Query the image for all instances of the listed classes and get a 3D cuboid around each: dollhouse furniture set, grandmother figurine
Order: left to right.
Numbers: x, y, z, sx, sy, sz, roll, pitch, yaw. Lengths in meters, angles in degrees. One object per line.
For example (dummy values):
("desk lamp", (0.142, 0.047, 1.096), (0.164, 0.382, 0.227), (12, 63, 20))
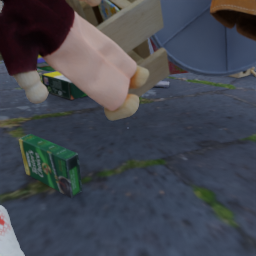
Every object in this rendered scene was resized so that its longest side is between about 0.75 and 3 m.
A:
("dollhouse furniture set", (-1.116, -1.674, 3.705), (1.919, 2.888, 2.532), (-37, 57, -9))
("grandmother figurine", (-0.672, -0.843, 2.549), (0.655, 2.164, 1.312), (-10, 56, 38))

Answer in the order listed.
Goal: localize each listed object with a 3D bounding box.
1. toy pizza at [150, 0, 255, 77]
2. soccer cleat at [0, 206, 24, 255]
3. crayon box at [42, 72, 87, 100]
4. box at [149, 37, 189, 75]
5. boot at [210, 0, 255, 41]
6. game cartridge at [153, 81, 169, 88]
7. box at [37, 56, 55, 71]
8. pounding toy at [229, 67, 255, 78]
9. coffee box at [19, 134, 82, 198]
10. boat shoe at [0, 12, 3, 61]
("toy pizza", (1.626, -2.316, 4.846), (2.834, 2.834, 0.449), (1, 23, 2))
("soccer cleat", (-0.917, 1.667, 2.284), (1.152, 0.928, 2.705), (1, 24, -22))
("crayon box", (-1.637, -1.797, 10.530), (1.652, 0.661, 2.602), (20, 31, 39))
("box", (1.975, -2.175, 6.360), (2.660, 1.270, 1.326), (-1, 40, 31))
("boot", (2.097, -1.967, 3.553), (2.419, 1.871, 0.891), (10, -2, -14))
("game cartridge", (1.186, -1.721, 11.039), (0.835, 0.160, 0.541), (5, 28, 12))
("box", (-1.887, -2.972, 7.482), (0.669, 2.765, 1.623), (13, -1, -35))
("pounding toy", (5.260, -2.790, 12.780), (1.587, 0.726, 1.394), (-18, 29, -36))
("coffee box", (-1.341, 0.625, 4.785), (1.247, 0.766, 0.274), (18, 32, 33))
("boat shoe", (-1.971, -1.205, 3.828), (1.703, 0.530, 0.636), (-25, 2, -6))
